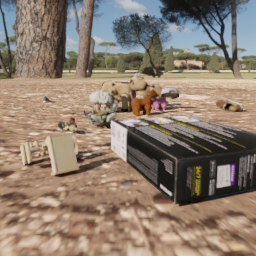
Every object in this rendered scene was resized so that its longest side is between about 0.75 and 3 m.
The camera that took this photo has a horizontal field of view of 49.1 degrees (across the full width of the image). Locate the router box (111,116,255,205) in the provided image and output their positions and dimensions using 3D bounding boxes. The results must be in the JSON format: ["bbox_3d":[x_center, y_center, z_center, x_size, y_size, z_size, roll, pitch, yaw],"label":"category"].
[{"bbox_3d":[1.058,0.352,5.164,2.055,0.704,2.756,-5,13,-20],"label":"router box"}]

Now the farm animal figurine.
[{"bbox_3d":[0.180,-1.533,11.780,2.965,1.563,2.998,3,13,12],"label":"farm animal figurine"}]

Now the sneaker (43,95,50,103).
[{"bbox_3d":[-4.291,-1.546,14.708,0.259,0.347,0.772,0,12,-2],"label":"sneaker"}]

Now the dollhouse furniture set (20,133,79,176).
[{"bbox_3d":[-1.357,0.525,5.185,0.940,0.666,1.023,-8,-7,-34],"label":"dollhouse furniture set"}]

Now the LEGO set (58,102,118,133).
[{"bbox_3d":[-1.044,-0.193,8.504,2.142,0.607,1.391,-21,19,-26],"label":"LEGO set"}]

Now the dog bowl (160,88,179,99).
[{"bbox_3d":[1.780,-1.471,11.918,0.802,0.235,0.802,2,-15,1],"label":"dog bowl"}]

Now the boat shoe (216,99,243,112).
[{"bbox_3d":[4.148,-0.949,11.761,0.470,0.469,1.271,-14,18,-29],"label":"boat shoe"}]
